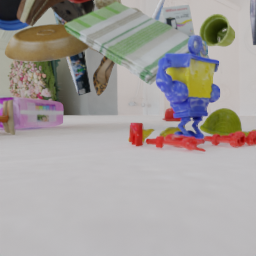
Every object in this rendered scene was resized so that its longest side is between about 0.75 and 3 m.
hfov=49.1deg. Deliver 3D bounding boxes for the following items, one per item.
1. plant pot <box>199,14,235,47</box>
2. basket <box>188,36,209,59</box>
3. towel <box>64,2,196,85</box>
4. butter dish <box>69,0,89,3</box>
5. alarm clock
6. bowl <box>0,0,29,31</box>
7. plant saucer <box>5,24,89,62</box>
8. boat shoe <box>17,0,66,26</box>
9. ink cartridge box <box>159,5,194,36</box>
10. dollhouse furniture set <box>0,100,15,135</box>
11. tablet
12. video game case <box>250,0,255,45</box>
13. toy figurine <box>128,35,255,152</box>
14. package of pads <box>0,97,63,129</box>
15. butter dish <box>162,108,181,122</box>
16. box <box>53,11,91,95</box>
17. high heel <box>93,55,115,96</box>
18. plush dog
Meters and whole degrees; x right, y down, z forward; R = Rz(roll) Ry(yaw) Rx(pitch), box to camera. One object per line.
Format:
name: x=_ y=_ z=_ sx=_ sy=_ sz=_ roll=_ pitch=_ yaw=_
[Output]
plant pot: x=3.348 y=-3.425 z=10.182 sx=1.113 sy=1.113 sz=1.023 roll=3 pitch=2 yaw=44
basket: x=1.563 y=-1.921 z=8.175 sx=1.802 sy=1.589 sz=1.254 roll=-15 pitch=3 yaw=-33
towel: x=0.081 y=-2.329 z=7.288 sx=2.895 sy=0.444 sz=2.160 roll=35 pitch=53 yaw=23
butter dish: x=-1.301 y=-3.478 z=6.465 sx=1.048 sy=0.774 sz=1.045 roll=34 pitch=33 yaw=-6
alarm clock: x=-1.899 y=-3.767 z=8.408 sx=2.047 sy=0.682 sz=1.381 roll=20 pitch=-22 yaw=35
bowl: x=-3.511 y=-3.738 z=8.139 sx=1.878 sy=0.369 sz=1.878 roll=-18 pitch=-33 yaw=-12
plant saucer: x=-2.371 y=-2.608 z=8.237 sx=2.505 sy=0.444 sz=2.505 roll=-2 pitch=34 yaw=2
boat shoe: x=-1.121 y=-2.724 z=5.165 sx=0.831 sy=2.246 sz=0.829 roll=35 pitch=-5 yaw=-22
ink cartridge box: x=1.795 y=-3.700 z=10.421 sx=1.077 sy=1.478 sz=0.612 roll=-11 pitch=1 yaw=-8
dollhouse furniture set: x=-3.236 y=-0.366 z=5.235 sx=2.091 sy=1.077 sz=2.068 roll=-2 pitch=4 yaw=-32
tablet: x=0.553 y=-2.774 z=8.600 sx=0.145 sy=2.120 sz=1.380 roll=25 pitch=-4 yaw=1
video game case: x=3.663 y=-3.567 z=8.026 sx=0.195 sy=1.468 sz=2.055 roll=1 pitch=47 yaw=20
toy figurine: x=1.304 y=-0.609 z=4.422 sx=2.783 sy=1.667 sz=1.468 roll=-3 pitch=5 yaw=-40
package of pads: x=-3.061 y=-0.426 z=8.300 sx=1.375 sy=0.863 sz=2.282 roll=-2 pitch=2 yaw=17
butter dish: x=2.364 y=-0.778 z=14.489 sx=1.179 sy=0.871 sz=1.175 roll=1 pitch=4 yaw=9
box: x=-2.138 y=-2.911 z=10.939 sx=0.563 sy=2.039 sz=2.986 roll=-17 pitch=-21 yaw=-9
high heel: x=-0.936 y=-2.295 z=11.550 sx=0.646 sy=1.810 sz=1.290 roll=14 pitch=-13 yaw=-24
plush dog: x=-0.709 y=-3.284 z=9.451 sx=1.846 sy=2.150 sz=1.725 roll=-35 pitch=-25 yaw=-22
